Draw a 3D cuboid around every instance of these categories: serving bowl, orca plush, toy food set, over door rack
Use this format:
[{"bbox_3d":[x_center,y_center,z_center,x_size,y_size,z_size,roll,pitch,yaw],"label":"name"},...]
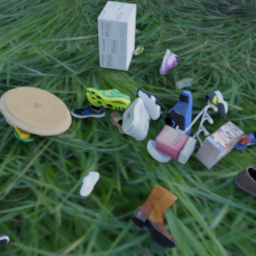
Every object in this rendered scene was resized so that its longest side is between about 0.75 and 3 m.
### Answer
[{"bbox_3d":[1.102,0.942,10.586,1.044,0.343,1.044,35,19,-14],"label":"serving bowl"},{"bbox_3d":[1.010,-0.979,12.611,1.906,0.678,1.003,42,104,39],"label":"orca plush"},{"bbox_3d":[-3.793,-0.667,11.438,2.922,0.718,2.952,-7,49,-46],"label":"toy food set"},{"bbox_3d":[2.583,0.207,10.688,2.059,1.521,0.686,-32,55,-29],"label":"over door rack"}]

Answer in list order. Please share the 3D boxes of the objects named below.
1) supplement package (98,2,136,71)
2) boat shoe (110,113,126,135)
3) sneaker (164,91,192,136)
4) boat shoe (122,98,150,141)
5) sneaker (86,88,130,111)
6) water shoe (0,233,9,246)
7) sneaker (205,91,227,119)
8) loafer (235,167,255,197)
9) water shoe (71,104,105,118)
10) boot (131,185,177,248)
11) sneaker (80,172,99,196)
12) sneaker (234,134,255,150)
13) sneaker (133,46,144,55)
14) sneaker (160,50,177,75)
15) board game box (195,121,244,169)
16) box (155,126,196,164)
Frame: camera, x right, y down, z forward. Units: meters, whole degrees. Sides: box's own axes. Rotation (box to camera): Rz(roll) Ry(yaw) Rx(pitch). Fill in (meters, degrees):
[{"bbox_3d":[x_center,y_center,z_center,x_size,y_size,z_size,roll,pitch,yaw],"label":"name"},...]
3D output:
[{"bbox_3d":[-0.537,-4.727,14.463,1.480,2.669,2.079,10,47,6],"label":"supplement package"},{"bbox_3d":[-0.342,-0.268,11.870,0.471,0.459,1.244,-25,52,-21],"label":"boat shoe"},{"bbox_3d":[2.105,-0.663,11.922,1.042,0.938,2.674,10,48,3],"label":"sneaker"},{"bbox_3d":[0.399,-0.333,11.609,0.983,0.963,2.759,42,24,-16],"label":"boat shoe"},{"bbox_3d":[-0.909,-1.349,12.790,2.115,0.783,0.884,17,35,12],"label":"sneaker"},{"bbox_3d":[-4.082,3.473,8.579,0.862,0.308,0.340,-10,20,-7],"label":"water shoe"},{"bbox_3d":[3.899,-0.977,12.499,0.737,0.649,1.743,-7,38,2],"label":"sneaker"},{"bbox_3d":[4.873,2.096,9.388,2.470,0.877,0.902,24,51,20],"label":"loafer"},{"bbox_3d":[-1.750,-0.800,12.235,1.461,0.577,0.522,-1,40,-6],"label":"water shoe"},{"bbox_3d":[1.144,2.827,9.084,1.591,0.579,1.690,29,40,20],"label":"boot"},{"bbox_3d":[-1.466,1.975,9.915,0.452,0.385,1.022,10,40,25],"label":"sneaker"},{"bbox_3d":[4.730,0.463,11.067,1.416,0.555,0.533,-11,55,-10],"label":"sneaker"},{"bbox_3d":[0.592,-4.342,15.725,0.355,0.351,0.930,-19,15,38],"label":"sneaker"},{"bbox_3d":[2.165,-3.386,14.674,0.762,0.693,1.723,22,51,0],"label":"sneaker"},{"bbox_3d":[3.389,0.627,10.426,1.468,1.171,0.711,-31,63,-30],"label":"board game box"},{"bbox_3d":[1.763,0.626,10.529,1.282,0.698,0.820,27,61,22],"label":"box"}]
